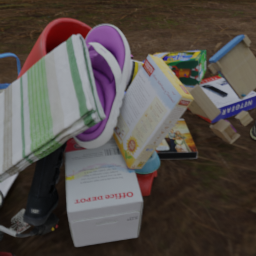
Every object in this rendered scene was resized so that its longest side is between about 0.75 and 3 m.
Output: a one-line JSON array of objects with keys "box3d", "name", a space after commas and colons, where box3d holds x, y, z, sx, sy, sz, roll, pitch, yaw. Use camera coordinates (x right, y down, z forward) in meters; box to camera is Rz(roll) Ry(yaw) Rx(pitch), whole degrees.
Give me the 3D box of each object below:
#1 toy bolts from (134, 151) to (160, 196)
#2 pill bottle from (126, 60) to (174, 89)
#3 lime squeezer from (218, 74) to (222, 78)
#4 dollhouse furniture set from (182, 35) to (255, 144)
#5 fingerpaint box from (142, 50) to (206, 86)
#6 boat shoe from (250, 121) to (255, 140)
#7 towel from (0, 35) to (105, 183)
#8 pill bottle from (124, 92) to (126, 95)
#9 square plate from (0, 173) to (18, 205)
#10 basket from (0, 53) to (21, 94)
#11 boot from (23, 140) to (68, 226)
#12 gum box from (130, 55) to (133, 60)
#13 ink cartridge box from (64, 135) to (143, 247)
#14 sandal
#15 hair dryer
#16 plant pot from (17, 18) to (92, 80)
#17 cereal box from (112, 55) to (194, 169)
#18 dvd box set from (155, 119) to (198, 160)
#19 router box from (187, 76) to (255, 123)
[{"box3d": [-0.333, 0.801, 6.715, 2.144, 1.487, 2.048, 8, 34, 11], "name": "toy bolts"}, {"box3d": [0.716, -1.796, 10.194, 1.806, 1.032, 1.032, 10, 30, -14], "name": "pill bottle"}, {"box3d": [4.295, -2.428, 13.048, 0.775, 0.414, 2.195, -12, 18, 46], "name": "lime squeezer"}, {"box3d": [3.033, -1.225, 8.548, 2.372, 2.240, 1.548, -42, 12, 3], "name": "dollhouse furniture set"}, {"box3d": [2.000, -2.588, 11.908, 2.334, 1.026, 2.798, 2, 23, 21], "name": "fingerpaint box"}, {"box3d": [4.326, -0.082, 9.110, 0.499, 0.459, 1.397, 18, 36, 26], "name": "boat shoe"}, {"box3d": [-1.713, -0.252, 5.067, 2.771, 0.425, 2.067, -32, 51, 20], "name": "towel"}, {"box3d": [0.096, -0.716, 9.557, 1.874, 1.066, 1.066, -6, 33, -10], "name": "pill bottle"}, {"box3d": [-3.541, 1.470, 6.792, 1.345, 0.191, 1.332, 6, 34, 0], "name": "square plate"}, {"box3d": [-4.266, -0.967, 8.647, 2.152, 2.440, 1.697, -19, 36, -26], "name": "basket"}, {"box3d": [-1.577, 0.783, 5.630, 0.587, 1.790, 1.475, 10, 9, -10], "name": "boot"}, {"box3d": [-1.039, -3.244, 13.856, 2.256, 0.746, 1.280, -14, 35, -20], "name": "gum box"}, {"box3d": [-0.559, 1.224, 5.760, 1.333, 1.327, 1.834, -6, 42, -9], "name": "ink cartridge box"}, {"box3d": [-0.600, -1.060, 5.541, 1.202, 0.726, 2.953, -11, 62, 20], "name": "sandal"}, {"box3d": [-2.838, 2.243, 5.132, 2.108, 0.752, 2.767, 16, 23, 16], "name": "hair dryer"}, {"box3d": [-1.636, -1.230, 7.008, 1.939, 2.192, 2.192, -22, 14, 40], "name": "plant pot"}, {"box3d": [0.312, -0.277, 5.222, 0.350, 1.773, 1.276, 9, 39, -36], "name": "cereal box"}, {"box3d": [1.263, 0.299, 8.678, 1.358, 0.273, 1.856, 0, 32, -2], "name": "dvd box set"}, {"box3d": [3.311, -1.172, 10.723, 2.367, 0.578, 2.124, -18, 36, -26], "name": "router box"}]
